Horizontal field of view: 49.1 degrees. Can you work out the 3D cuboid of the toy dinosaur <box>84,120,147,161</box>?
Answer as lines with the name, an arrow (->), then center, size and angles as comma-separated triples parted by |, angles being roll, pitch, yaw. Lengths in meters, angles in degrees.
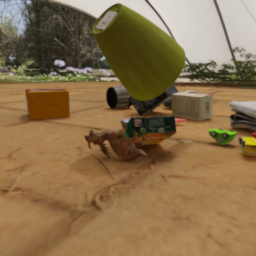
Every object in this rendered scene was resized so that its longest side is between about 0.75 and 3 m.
toy dinosaur -> -0.224, 0.469, 7.392 | 1.655, 1.121, 0.710 | 38, 2, 22

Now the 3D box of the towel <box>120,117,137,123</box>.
towel -> 0.493, -0.254, 12.134 | 1.434, 0.171, 1.053 | 9, 17, 43

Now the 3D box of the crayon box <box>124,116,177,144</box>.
crayon box -> 0.510, 0.150, 8.274 | 1.253, 0.501, 1.973 | -3, -12, -10

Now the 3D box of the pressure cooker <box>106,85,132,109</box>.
pressure cooker -> -0.407, -1.832, 16.692 | 1.524, 1.340, 1.361 | -10, 19, -28

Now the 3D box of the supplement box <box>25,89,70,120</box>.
supplement box -> -4.077, -1.258, 14.083 | 1.930, 1.299, 1.956 | -5, 13, -22

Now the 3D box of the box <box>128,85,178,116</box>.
box -> 1.330, -1.722, 14.539 | 1.881, 1.186, 1.914 | -38, -7, 28

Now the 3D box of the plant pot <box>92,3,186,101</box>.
plant pot -> 0.147, -2.391, 8.343 | 2.238, 2.238, 2.391 | 14, -18, 49

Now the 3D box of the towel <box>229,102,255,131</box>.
towel -> 5.338, -0.352, 10.642 | 2.436, 1.042, 2.017 | -1, 14, -14

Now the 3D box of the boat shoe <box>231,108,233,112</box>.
boat shoe -> 5.860, -0.813, 13.817 | 1.764, 0.546, 0.661 | -2, 10, -20

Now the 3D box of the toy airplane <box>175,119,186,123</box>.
toy airplane -> 1.613, -0.223, 11.657 | 1.612, 0.296, 1.612 | 3, 13, -1

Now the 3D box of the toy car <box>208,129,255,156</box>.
toy car -> 3.375, 0.373, 8.529 | 1.930, 0.457, 2.051 | 11, 16, 43

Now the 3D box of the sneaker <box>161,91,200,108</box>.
sneaker -> 3.312, -1.533, 16.658 | 2.619, 0.975, 1.108 | -12, 21, -13

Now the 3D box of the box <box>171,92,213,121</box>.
box -> 3.051, -1.062, 13.464 | 0.969, 1.137, 1.779 | -14, 18, -36
